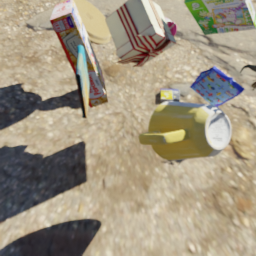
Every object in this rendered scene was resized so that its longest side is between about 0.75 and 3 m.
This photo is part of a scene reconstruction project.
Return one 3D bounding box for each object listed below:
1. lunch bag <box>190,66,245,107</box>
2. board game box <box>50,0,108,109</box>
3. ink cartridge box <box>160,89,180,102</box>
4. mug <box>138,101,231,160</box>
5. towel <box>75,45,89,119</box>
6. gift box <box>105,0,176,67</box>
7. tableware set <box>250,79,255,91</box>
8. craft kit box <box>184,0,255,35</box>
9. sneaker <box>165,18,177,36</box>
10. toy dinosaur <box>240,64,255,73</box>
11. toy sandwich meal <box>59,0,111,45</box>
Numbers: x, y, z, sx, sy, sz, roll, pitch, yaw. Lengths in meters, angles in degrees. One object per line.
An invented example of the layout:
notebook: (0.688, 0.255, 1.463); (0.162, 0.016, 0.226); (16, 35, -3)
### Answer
lunch bag: (2.207, -1.044, 6.897); (0.903, 1.199, 0.564); (38, 82, -5)
board game box: (-1.371, -2.214, 8.298); (0.616, 2.661, 2.015); (-19, 34, 3)
ink cartridge box: (1.736, -1.392, 11.611); (0.779, 0.185, 0.788); (2, 52, 2)
mug: (1.485, 0.200, 6.908); (1.995, 1.598, 1.638); (-45, 22, -24)
towel: (-0.991, -1.025, 6.025); (0.158, 1.070, 1.459); (-6, 38, -2)
gift box: (0.307, -2.854, 8.611); (1.747, 1.612, 1.631); (-9, 74, -52)
tableware set: (4.602, -1.512, 9.475); (0.823, 0.544, 0.165); (-17, 58, 7)
craft kit box: (2.889, -3.594, 8.639); (1.760, 1.738, 0.427); (7, 72, 40)
sneaker: (0.852, -4.082, 11.451); (2.131, 0.867, 0.940); (0, 36, -6)
toy dinosaur: (3.330, -1.519, 6.495); (1.422, 0.727, 0.547); (-37, 63, 9)
toy sandwich meal: (-1.757, -4.058, 10.855); (2.542, 0.870, 2.542); (28, 43, -29)
